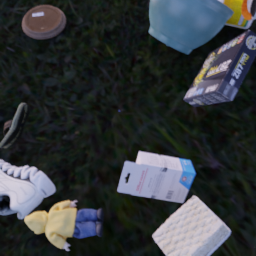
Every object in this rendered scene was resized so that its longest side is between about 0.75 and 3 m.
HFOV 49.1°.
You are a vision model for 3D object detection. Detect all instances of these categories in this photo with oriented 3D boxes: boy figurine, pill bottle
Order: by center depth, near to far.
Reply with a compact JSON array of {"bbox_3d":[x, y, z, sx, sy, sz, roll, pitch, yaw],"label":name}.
[{"bbox_3d":[-1.750,2.663,7.658,2.116,0.682,1.315,-2,62,0],"label":"boy figurine"},{"bbox_3d":[3.879,-4.526,10.840,1.824,1.028,1.028,15,66,7],"label":"pill bottle"}]

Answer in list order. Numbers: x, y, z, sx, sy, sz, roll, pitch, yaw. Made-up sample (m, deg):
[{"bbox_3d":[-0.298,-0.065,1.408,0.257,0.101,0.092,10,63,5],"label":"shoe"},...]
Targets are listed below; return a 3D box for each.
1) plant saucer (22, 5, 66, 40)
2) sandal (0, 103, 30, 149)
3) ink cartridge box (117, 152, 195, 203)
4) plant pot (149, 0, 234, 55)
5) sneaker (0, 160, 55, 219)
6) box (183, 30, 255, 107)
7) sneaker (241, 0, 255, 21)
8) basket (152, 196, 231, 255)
[{"bbox_3d":[-3.373,-4.260,11.150,1.763,0.260,1.763,0,65,1],"label":"plant saucer"},{"bbox_3d":[-3.066,-0.052,7.505,0.383,0.534,1.344,20,79,11],"label":"sandal"},{"bbox_3d":[0.478,0.880,5.091,1.250,0.725,0.424,11,27,-7],"label":"ink cartridge box"},{"bbox_3d":[1.853,-3.769,9.703,2.822,1.891,2.822,25,24,-12],"label":"plant pot"},{"bbox_3d":[-2.277,1.093,5.087,2.023,0.760,0.820,1,43,36],"label":"sneaker"},{"bbox_3d":[2.097,-1.246,6.458,0.450,1.832,1.476,29,86,-9],"label":"box"},{"bbox_3d":[3.672,-3.881,7.408,0.921,2.003,0.758,-3,24,-21],"label":"sneaker"},{"bbox_3d":[0.984,1.691,4.425,1.044,0.644,0.707,-43,53,-3],"label":"basket"}]
